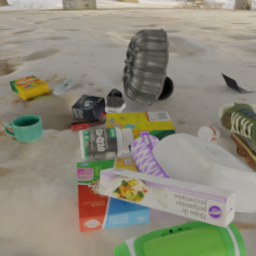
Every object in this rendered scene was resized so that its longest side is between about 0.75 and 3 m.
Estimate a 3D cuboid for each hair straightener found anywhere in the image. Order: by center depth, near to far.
[{"bbox_3d":[-1.323,-0.193,9.501,1.280,0.262,0.493,-14,28,-8],"label":"hair straightener"}]

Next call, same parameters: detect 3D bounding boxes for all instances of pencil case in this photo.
[{"bbox_3d":[0.708,0.946,6.847,0.895,0.912,2.133,-5,30,-15],"label":"pencil case"}]

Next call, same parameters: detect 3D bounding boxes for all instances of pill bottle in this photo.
[{"bbox_3d":[-0.615,0.410,7.895,1.442,0.816,0.816,-6,29,-9],"label":"pill bottle"},{"bbox_3d":[2.486,0.180,8.536,0.454,0.454,0.809,22,13,34],"label":"pill bottle"}]

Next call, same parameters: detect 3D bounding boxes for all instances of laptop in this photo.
[{"bbox_3d":[4.906,-2.036,12.539,1.155,0.669,1.082,-8,30,-15],"label":"laptop"}]

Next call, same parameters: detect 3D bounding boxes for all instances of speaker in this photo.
[{"bbox_3d":[0.852,2.136,4.697,2.060,0.911,0.911,-8,30,-14],"label":"speaker"}]

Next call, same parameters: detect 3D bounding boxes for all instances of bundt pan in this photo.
[{"bbox_3d":[0.505,-2.298,10.522,1.098,2.926,2.926,6,27,-12],"label":"bundt pan"}]

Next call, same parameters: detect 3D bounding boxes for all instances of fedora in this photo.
[{"bbox_3d":[1.342,-1.633,11.769,1.214,1.214,0.555,11,-3,19],"label":"fedora"}]

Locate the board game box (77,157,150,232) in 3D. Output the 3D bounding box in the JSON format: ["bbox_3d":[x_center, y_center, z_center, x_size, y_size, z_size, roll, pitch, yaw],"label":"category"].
[{"bbox_3d":[-0.430,1.435,6.487,1.469,0.387,1.920,-5,29,-10],"label":"board game box"}]

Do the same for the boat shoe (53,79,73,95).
[{"bbox_3d":[-2.920,-1.786,12.463,1.076,0.381,0.489,-42,14,-30],"label":"boat shoe"}]

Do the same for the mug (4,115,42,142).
[{"bbox_3d":[-3.199,0.043,8.771,1.034,0.639,0.849,10,31,19],"label":"mug"}]

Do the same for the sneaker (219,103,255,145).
[{"bbox_3d":[3.534,-0.069,8.600,1.340,1.001,2.985,6,22,8],"label":"sneaker"}]

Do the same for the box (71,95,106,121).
[{"bbox_3d":[-1.408,-0.723,10.135,0.909,0.534,0.894,11,41,19],"label":"box"}]

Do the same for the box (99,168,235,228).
[{"bbox_3d":[0.599,1.217,5.262,2.614,0.506,0.542,5,5,33],"label":"box"}]

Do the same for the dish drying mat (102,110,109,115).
[{"bbox_3d":[-1.325,-0.788,10.819,1.552,0.141,0.596,16,32,26],"label":"dish drying mat"}]

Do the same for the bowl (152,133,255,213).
[{"bbox_3d":[1.815,0.864,6.298,2.117,0.791,2.120,16,19,-30],"label":"bowl"}]

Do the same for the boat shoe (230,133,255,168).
[{"bbox_3d":[3.013,0.608,7.300,1.107,0.374,0.398,47,27,-6],"label":"boat shoe"}]

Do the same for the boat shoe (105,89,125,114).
[{"bbox_3d":[-0.497,-1.081,10.371,0.765,0.725,2.187,6,16,3],"label":"boat shoe"}]

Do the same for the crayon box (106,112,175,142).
[{"bbox_3d":[0.348,-0.018,8.987,2.078,0.528,1.319,-1,29,-3],"label":"crayon box"}]

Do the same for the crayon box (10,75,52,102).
[{"bbox_3d":[-4.203,-1.719,12.108,1.123,0.449,1.770,-26,40,-35],"label":"crayon box"}]
